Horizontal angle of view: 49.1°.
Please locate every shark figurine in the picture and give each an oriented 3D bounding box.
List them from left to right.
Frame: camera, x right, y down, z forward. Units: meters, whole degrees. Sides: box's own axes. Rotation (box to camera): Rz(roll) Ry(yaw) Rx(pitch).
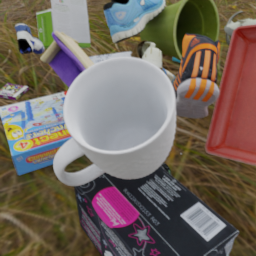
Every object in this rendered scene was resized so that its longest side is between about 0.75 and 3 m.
[{"bbox_3d":[3.306,-2.289,7.260,1.853,1.294,3.101,-26,24,-21],"label":"shark figurine"}]

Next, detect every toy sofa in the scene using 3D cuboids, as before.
[{"bbox_3d":[-1.104,-1.168,6.321,2.030,0.841,0.991,49,17,14],"label":"toy sofa"}]

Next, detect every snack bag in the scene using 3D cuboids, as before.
[{"bbox_3d":[-0.793,-1.830,8.740,1.995,0.226,2.116,-4,36,5],"label":"snack bag"}]

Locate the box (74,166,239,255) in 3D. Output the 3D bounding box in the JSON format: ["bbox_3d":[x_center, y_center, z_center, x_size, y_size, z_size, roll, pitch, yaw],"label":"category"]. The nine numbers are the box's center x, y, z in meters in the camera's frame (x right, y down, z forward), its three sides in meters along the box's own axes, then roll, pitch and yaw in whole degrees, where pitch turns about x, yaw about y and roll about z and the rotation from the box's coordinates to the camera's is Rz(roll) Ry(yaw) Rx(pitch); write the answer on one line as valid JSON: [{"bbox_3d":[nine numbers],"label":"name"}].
[{"bbox_3d":[0.402,2.037,5.718,1.847,1.603,2.795,-24,45,-30],"label":"box"}]

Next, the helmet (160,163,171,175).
[{"bbox_3d":[0.739,1.236,7.448,0.802,0.802,0.765,13,-5,16],"label":"helmet"}]

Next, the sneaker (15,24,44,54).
[{"bbox_3d":[-1.968,-1.607,5.517,0.328,0.813,0.469,-6,73,8],"label":"sneaker"}]

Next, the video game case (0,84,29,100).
[{"bbox_3d":[-4.794,-1.496,11.549,1.004,0.180,0.910,11,39,14],"label":"video game case"}]

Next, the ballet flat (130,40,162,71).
[{"bbox_3d":[0.572,-1.943,7.917,0.798,0.851,2.354,15,29,-15],"label":"ballet flat"}]

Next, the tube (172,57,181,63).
[{"bbox_3d":[2.884,-3.273,13.815,1.417,0.357,0.549,25,56,22],"label":"tube"}]

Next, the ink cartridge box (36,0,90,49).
[{"bbox_3d":[-1.958,-3.429,8.441,0.752,1.986,1.468,5,14,37],"label":"ink cartridge box"}]

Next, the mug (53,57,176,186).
[{"bbox_3d":[-0.226,0.194,4.418,2.046,1.794,1.510,-35,63,-9],"label":"mug"}]

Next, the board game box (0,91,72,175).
[{"bbox_3d":[-2.519,-0.037,9.117,2.770,0.774,2.713,-18,40,-22],"label":"board game box"}]

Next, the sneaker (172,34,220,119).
[{"bbox_3d":[1.309,-0.983,5.501,0.906,2.336,1.309,12,79,-2],"label":"sneaker"}]

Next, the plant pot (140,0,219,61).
[{"bbox_3d":[1.474,-3.144,9.134,2.132,2.132,2.025,-28,30,-31],"label":"plant pot"}]

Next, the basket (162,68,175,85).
[{"bbox_3d":[1.233,-2.087,11.623,1.250,0.869,1.102,15,22,-25],"label":"basket"}]

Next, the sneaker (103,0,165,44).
[{"bbox_3d":[0.191,-3.574,7.979,1.083,1.243,2.764,-9,35,36],"label":"sneaker"}]

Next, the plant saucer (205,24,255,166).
[{"bbox_3d":[2.840,-0.527,4.846,0.482,2.624,2.619,14,0,-42],"label":"plant saucer"}]
